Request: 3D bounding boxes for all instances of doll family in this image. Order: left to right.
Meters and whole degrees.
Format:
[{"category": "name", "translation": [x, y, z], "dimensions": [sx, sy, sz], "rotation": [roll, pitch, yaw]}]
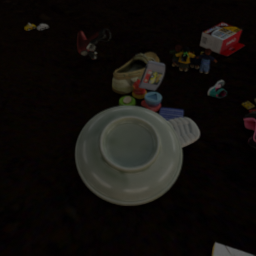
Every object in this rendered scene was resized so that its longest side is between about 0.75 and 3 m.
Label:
[{"category": "doll family", "translation": [2.543, -2.762, 11.050], "dimensions": [1.819, 1.052, 0.714], "rotation": [5, 44, 5]}]

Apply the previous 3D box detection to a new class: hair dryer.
[{"category": "hair dryer", "translation": [-1.465, -3.414, 11.112], "dimensions": [1.716, 0.466, 1.307], "rotation": [33, 86, 33]}]

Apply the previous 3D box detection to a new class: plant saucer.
[{"category": "plant saucer", "translation": [0.028, 0.501, 7.253], "dimensions": [2.864, 0.719, 2.864], "rotation": [1, 61, -1]}]

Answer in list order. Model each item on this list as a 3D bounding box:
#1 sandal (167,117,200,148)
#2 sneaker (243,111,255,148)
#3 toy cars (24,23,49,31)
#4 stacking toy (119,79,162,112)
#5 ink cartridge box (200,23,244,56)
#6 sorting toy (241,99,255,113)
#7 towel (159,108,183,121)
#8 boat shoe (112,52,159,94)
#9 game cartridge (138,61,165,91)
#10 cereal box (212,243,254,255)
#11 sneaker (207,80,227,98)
[{"category": "sandal", "translation": [0.797, 0.404, 8.038], "dimensions": [2.951, 0.725, 1.201], "rotation": [-7, 58, -25]}, {"category": "sneaker", "translation": [4.192, 0.461, 7.862], "dimensions": [1.388, 1.150, 2.911], "rotation": [-20, 42, 10]}, {"category": "toy cars", "translation": [-4.630, -5.117, 14.103], "dimensions": [1.202, 0.266, 0.539], "rotation": [-1, 44, -2]}, {"category": "stacking toy", "translation": [0.396, -1.048, 9.588], "dimensions": [1.244, 0.581, 1.375], "rotation": [-28, 50, -27]}, {"category": "ink cartridge box", "translation": [4.335, -4.008, 12.629], "dimensions": [1.630, 0.684, 1.431], "rotation": [-34, 54, -31]}, {"category": "sorting toy", "translation": [4.876, -0.804, 9.530], "dimensions": [1.845, 0.312, 0.890], "rotation": [-4, 43, -4]}, {"category": "towel", "translation": [1.371, -0.259, 9.117], "dimensions": [0.808, 0.133, 1.117], "rotation": [7, 42, 11]}, {"category": "boat shoe", "translation": [0.351, -2.312, 10.703], "dimensions": [1.008, 0.869, 2.763], "rotation": [28, 50, 26]}, {"category": "game cartridge", "translation": [0.790, -1.652, 9.013], "dimensions": [0.650, 0.976, 0.200], "rotation": [6, 39, -20]}, {"category": "cereal box", "translation": [2.314, 2.984, 5.561], "dimensions": [1.352, 0.267, 0.973], "rotation": [14, 45, 14]}, {"category": "sneaker", "translation": [3.331, -1.367, 10.058], "dimensions": [0.906, 0.379, 0.547], "rotation": [-39, 50, -24]}]
